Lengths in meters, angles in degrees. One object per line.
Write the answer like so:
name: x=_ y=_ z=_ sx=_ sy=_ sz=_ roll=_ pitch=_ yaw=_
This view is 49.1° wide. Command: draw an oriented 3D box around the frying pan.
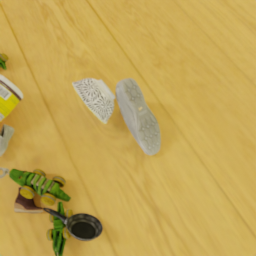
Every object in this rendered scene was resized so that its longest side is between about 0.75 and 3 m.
frying pan: x=-1.457 y=2.564 z=7.298 sx=1.615 sy=0.263 sz=0.977 roll=11 pitch=21 yaw=-15

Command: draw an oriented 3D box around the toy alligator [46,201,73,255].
toy alligator: x=-1.817 y=2.878 z=7.433 sx=0.611 sy=0.443 sz=1.845 roll=-9 pitch=51 yaw=10

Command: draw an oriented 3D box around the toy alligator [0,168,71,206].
toy alligator: x=-2.782 y=1.528 z=8.006 sx=2.473 sy=0.594 sz=0.820 roll=17 pitch=48 yaw=6

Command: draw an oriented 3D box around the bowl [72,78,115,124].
bowl: x=-0.935 y=-1.007 z=8.906 sx=0.790 sy=1.684 sz=1.684 roll=-38 pitch=65 yaw=6

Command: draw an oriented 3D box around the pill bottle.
pill bottle: x=-4.524 y=-0.609 z=8.969 sx=1.192 sy=1.192 sz=2.182 roll=32 pitch=74 yaw=17

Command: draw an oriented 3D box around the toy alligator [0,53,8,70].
toy alligator: x=-5.117 y=-2.913 z=10.515 sx=0.630 sy=0.457 sz=1.901 roll=-38 pitch=93 yaw=14

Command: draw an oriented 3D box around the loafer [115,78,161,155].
loafer: x=0.296 y=-0.329 z=8.822 sx=0.876 sy=0.875 sz=2.506 roll=-22 pitch=94 yaw=-24

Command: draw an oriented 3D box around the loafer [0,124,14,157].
loafer: x=-4.004 y=0.419 z=8.848 sx=0.410 sy=0.409 sz=1.172 roll=-23 pitch=44 yaw=33

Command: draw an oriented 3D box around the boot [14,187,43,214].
boot: x=-2.815 y=2.058 z=8.024 sx=0.879 sy=0.318 sz=0.731 roll=1 pitch=64 yaw=6
